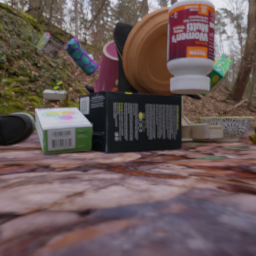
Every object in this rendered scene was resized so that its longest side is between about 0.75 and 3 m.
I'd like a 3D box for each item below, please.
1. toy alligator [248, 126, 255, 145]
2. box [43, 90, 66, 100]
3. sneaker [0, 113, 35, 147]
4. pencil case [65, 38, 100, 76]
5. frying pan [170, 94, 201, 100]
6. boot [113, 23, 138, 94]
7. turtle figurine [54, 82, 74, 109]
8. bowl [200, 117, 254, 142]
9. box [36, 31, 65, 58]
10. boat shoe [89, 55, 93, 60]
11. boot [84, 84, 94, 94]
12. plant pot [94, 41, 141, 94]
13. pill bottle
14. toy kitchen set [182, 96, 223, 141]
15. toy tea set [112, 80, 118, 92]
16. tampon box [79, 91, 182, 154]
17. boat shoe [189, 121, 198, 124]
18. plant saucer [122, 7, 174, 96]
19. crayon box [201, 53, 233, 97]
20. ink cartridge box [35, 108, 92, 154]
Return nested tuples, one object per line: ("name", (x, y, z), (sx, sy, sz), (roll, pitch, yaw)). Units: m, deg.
("toy alligator", (4.825, 0.122, 9.519), (0.925, 0.670, 2.790), (-35, -3, 3))
("box", (-3.450, -1.546, 13.142), (0.976, 0.334, 0.401), (3, 26, 3))
("sneaker", (-4.056, 0.213, 8.072), (2.554, 0.955, 1.357), (-14, 2, 12))
("pencil case", (-2.108, -3.239, 12.848), (0.795, 1.719, 0.732), (-24, 31, 29))
("frying pan", (2.013, -1.454, 11.992), (2.687, 0.437, 1.625), (43, -8, 30))
("boot", (-0.156, -2.330, 10.516), (1.104, 2.851, 1.972), (1, -33, -18))
("turtle figurine", (-3.383, -1.718, 14.610), (0.475, 1.475, 1.190), (14, -33, 39))
("bowl", (4.610, 0.064, 13.153), (2.383, 1.118, 2.383), (-1, 0, 0))
("box", (-2.868, -3.094, 10.472), (0.230, 0.728, 1.322), (35, 5, 5))
("boat shoe", (-1.919, -3.279, 14.371), (0.408, 1.248, 0.459), (-9, -31, 26))
("boot", (-1.602, -1.870, 16.117), (1.534, 0.610, 1.762), (19, -24, 51))
("plant pot", (-0.104, -2.401, 12.779), (2.992, 2.678, 2.992), (0, 45, 0))
("pill bottle", (1.497, -1.869, 6.707), (1.111, 2.027, 1.111), (1, 0, 0))
("toy kitchen set", (2.293, -0.679, 12.565), (2.349, 2.598, 2.880), (-1, -2, -34))
("toy tea set", (-0.138, -1.761, 11.423), (1.121, 0.666, 0.415), (-28, -41, 25))
("tampon box", (0.056, -0.167, 8.498), (2.580, 1.629, 1.934), (0, 0, -32))
("boat shoe", (3.620, 0.099, 15.966), (2.795, 1.004, 1.059), (0, 1, 43))
("plant saucer", (1.255, -2.284, 8.975), (2.925, 2.925, 0.472), (0, 32, -25))
("crayon box", (3.902, -2.440, 12.734), (2.167, 0.631, 1.287), (-46, -4, -48))
("ink cartridge box", (-1.947, -0.089, 7.996), (1.233, 0.704, 2.375), (-4, 21, -23))
